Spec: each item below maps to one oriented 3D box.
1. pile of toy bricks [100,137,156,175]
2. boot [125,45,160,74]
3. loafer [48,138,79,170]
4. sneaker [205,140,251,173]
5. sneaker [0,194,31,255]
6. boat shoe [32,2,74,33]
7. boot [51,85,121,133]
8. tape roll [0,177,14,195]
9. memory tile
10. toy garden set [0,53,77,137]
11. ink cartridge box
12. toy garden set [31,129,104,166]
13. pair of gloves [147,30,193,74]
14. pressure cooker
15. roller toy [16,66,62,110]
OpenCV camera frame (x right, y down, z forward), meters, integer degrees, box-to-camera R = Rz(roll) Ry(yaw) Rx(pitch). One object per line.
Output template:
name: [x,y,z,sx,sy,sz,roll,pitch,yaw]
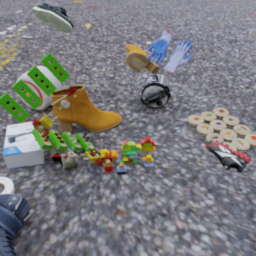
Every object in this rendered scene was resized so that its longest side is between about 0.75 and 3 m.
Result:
pile of toy bricks: [0.003,0.853,9.826,2.075,1.025,1.151,-4,38,-5]
boot: [0.241,-2.688,10.474,1.964,0.691,1.406,8,36,-52]
loafer: [-2.530,0.855,10.092,0.645,0.696,1.851,-26,45,-36]
sneaker: [2.235,0.670,6.457,1.072,0.379,0.524,27,76,20]
sneaker: [-2.982,2.877,7.179,2.915,1.108,2.106,19,45,24]
boat shoe: [-2.742,-4.326,10.784,2.261,0.845,0.750,30,69,35]
boot: [-1.596,-0.805,11.186,2.727,1.952,0.959,-9,40,-12]
tape roll: [-4.221,2.040,8.988,1.086,0.198,1.086,1,38,-1]
memory tile: [3.891,0.085,11.454,2.077,0.227,2.710,-15,41,-18]
toy garden set: [-2.252,-0.807,7.483,1.802,1.502,0.360,-48,27,-13]
ink cartridge box: [-3.838,0.594,10.391,1.257,0.732,1.739,-9,39,-11]
toy garden set: [-1.967,0.590,9.730,2.178,0.435,1.815,9,27,-45]
pair of gloves: [1.058,-1.930,7.126,1.165,0.937,0.133,36,8,25]
pressure cooker: [1.299,-1.642,12.793,1.320,1.300,1.478,16,40,1]
roller toy: [-4.036,-1.743,12.539,1.912,1.744,1.336,15,41,19]
